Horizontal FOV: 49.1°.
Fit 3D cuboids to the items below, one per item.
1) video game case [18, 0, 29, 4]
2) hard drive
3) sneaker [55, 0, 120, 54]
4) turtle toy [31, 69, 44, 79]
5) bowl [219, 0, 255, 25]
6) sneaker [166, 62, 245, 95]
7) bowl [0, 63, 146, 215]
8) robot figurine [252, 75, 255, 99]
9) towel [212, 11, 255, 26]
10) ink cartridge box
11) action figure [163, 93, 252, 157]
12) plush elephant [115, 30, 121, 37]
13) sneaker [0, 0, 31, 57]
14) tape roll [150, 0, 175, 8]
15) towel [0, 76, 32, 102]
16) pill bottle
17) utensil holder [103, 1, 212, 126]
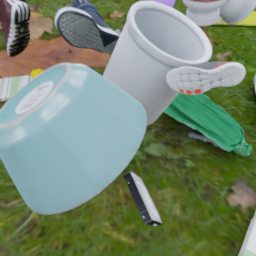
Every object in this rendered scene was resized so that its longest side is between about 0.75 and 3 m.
[{"bbox_3d":[-3.733,-3.956,8.537,0.231,2.094,1.906,57,26,-5],"label":"video game case"},{"bbox_3d":[0.239,1.155,4.529,0.161,0.594,0.850,-32,58,7],"label":"hard drive"},{"bbox_3d":[-1.110,-2.378,6.076,0.724,1.905,1.377,-44,70,20],"label":"sneaker"},{"bbox_3d":[-2.128,-1.194,8.917,1.935,0.978,1.410,39,40,25],"label":"turtle toy"},{"bbox_3d":[2.868,-3.700,7.720,0.670,1.490,1.490,6,45,-28],"label":"bowl"},{"bbox_3d":[1.302,-0.896,4.837,1.277,0.492,0.523,-2,27,9],"label":"sneaker"},{"bbox_3d":[-0.984,-0.064,4.004,2.256,1.180,2.256,-25,34,18],"label":"bowl"},{"bbox_3d":[4.850,-1.315,9.029,1.248,1.037,1.661,-13,51,-25],"label":"robot figurine"},{"bbox_3d":[4.709,-4.889,12.558,2.498,0.226,1.075,2,55,1],"label":"towel"},{"bbox_3d":[3.634,2.388,6.275,1.633,0.538,2.244,26,56,20],"label":"ink cartridge box"},{"bbox_3d":[2.278,-0.185,8.215,2.995,0.819,1.769,41,59,20],"label":"action figure"},{"bbox_3d":[-0.096,-2.559,8.188,0.703,0.908,0.748,-23,39,-2],"label":"plush elephant"},{"bbox_3d":[-3.343,-2.968,7.870,1.098,1.900,0.719,45,49,5],"label":"sneaker"},{"bbox_3d":[0.879,-3.557,8.579,0.574,1.748,1.748,22,51,-9],"label":"tape roll"},{"bbox_3d":[-4.041,-1.313,9.580,1.527,0.234,1.139,-8,48,-4],"label":"towel"},{"bbox_3d":[1.940,-3.684,6.924,1.147,2.045,1.147,-3,45,3],"label":"pill bottle"},{"bbox_3d":[0.459,-1.326,6.284,1.836,2.160,1.836,14,51,-18],"label":"utensil holder"}]
